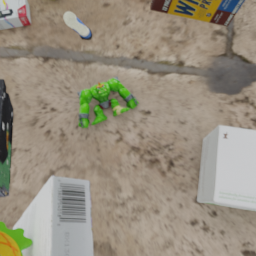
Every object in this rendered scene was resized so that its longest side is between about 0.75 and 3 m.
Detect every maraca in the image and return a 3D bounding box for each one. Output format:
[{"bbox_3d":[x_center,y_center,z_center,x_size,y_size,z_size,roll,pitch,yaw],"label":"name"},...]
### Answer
[{"bbox_3d":[-1.805,1.675,3.605,0.979,1.428,0.764,23,103,-4],"label":"maraca"}]

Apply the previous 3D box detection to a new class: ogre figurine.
[{"bbox_3d":[-0.697,-0.752,7.909,1.757,0.862,1.054,-23,93,9],"label":"ogre figurine"}]

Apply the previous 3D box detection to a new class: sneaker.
[{"bbox_3d":[-1.233,-2.505,6.985,0.854,0.475,0.328,42,93,14],"label":"sneaker"}]

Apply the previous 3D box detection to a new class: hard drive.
[{"bbox_3d":[-2.715,0.270,5.815,0.405,1.497,2.142,-1,70,-15],"label":"hard drive"}]

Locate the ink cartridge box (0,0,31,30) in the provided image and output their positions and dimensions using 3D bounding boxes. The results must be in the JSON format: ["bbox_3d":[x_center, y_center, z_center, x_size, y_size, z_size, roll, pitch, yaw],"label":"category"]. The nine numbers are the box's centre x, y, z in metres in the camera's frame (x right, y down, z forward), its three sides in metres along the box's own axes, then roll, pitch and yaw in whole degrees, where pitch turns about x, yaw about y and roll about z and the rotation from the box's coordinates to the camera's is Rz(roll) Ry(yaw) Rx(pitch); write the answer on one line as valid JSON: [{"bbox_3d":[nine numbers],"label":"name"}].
[{"bbox_3d":[-3.739,-3.644,8.871,1.136,0.471,0.828,-11,74,-3],"label":"ink cartridge box"}]

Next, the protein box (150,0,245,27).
[{"bbox_3d":[1.378,-3.067,5.362,1.620,1.093,1.609,10,65,-6],"label":"protein box"}]

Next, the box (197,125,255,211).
[{"bbox_3d":[2.843,1.079,6.952,1.830,1.576,1.839,9,74,3],"label":"box"}]

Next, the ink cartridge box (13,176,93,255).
[{"bbox_3d":[-1.420,2.021,4.715,0.661,2.625,1.430,13,50,-28],"label":"ink cartridge box"}]
